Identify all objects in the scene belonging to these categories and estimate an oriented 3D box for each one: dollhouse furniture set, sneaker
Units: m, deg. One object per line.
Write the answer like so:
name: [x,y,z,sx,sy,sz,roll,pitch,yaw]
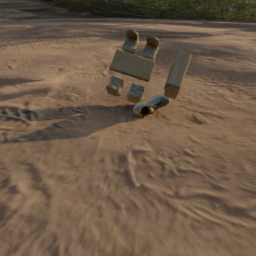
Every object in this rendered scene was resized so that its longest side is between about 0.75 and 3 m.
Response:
dollhouse furniture set: [0.653,-2.041,9.540,2.537,2.224,1.686,19,-7,6]
sneaker: [0.804,-0.684,9.304,1.254,0.488,0.515,-22,36,-5]
